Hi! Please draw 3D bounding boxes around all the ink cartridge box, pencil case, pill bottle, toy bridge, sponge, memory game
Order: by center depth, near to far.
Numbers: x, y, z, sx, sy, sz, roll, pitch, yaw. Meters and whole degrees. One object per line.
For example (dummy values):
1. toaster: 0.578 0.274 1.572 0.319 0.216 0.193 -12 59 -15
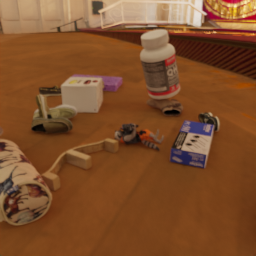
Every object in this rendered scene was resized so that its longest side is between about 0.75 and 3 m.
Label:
1. pencil case: -2.933 1.213 6.907 1.213 1.055 2.712 -5 23 -36
2. toy bridge: -1.506 0.942 8.332 0.939 0.380 2.794 15 28 34
3. ink cartridge box: 2.152 0.465 9.231 1.075 0.506 2.287 10 26 19
4. pill bottle: 1.327 -2.687 11.933 1.473 2.660 1.473 -11 34 8
5. memory game: -2.115 -2.206 14.969 1.734 0.110 1.734 -3 44 3
6. sponge: -1.945 -2.587 16.072 2.985 0.445 1.665 5 26 8

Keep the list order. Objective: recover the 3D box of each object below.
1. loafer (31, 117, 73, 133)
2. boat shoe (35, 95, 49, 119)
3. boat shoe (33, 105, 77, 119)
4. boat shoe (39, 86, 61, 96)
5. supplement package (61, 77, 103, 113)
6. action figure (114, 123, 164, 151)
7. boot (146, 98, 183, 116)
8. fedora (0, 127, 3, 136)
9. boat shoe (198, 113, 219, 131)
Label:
1. loafer: -2.841 -0.008 10.314 1.629 0.613 0.567 0 35 12
2. boat shoe: -3.275 -0.732 10.926 0.387 1.132 0.423 -12 2 -40
3. boat shoe: -2.963 -0.491 11.381 1.801 0.648 0.558 -7 39 6
4. boat shoe: -3.885 -1.960 14.661 1.500 0.452 0.535 -9 26 -19
5. supplement package: -2.059 -1.544 12.797 1.583 1.218 1.656 1 23 2
6. action figure: 0.257 0.281 9.287 1.597 0.863 1.651 3 0 18
7. boot: 1.591 -0.920 12.303 1.613 0.566 1.179 -2 30 8
8. fedora: -4.779 0.604 8.242 2.322 1.049 2.054 -5 23 4
9. boat shoe: 3.088 -0.225 10.765 0.459 0.575 1.522 0 13 -1
